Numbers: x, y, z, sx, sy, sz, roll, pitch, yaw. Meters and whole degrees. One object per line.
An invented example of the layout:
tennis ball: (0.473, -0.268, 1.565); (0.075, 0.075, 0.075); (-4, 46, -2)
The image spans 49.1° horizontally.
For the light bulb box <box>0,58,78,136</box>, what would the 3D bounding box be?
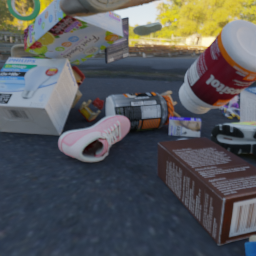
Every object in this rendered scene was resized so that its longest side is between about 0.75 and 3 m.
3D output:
light bulb box: (-3.289, -1.135, 9.748); (2.350, 1.479, 2.371); (3, 53, 10)

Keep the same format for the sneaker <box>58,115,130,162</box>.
sneaker: (-0.642, 0.325, 7.847); (2.342, 0.882, 1.224); (-19, 25, -35)

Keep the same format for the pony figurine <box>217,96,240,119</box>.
pony figurine: (4.293, -0.769, 11.607); (1.006, 0.868, 1.042); (-17, 38, -21)

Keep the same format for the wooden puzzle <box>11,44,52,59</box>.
wooden puzzle: (-3.452, -2.028, 11.867); (0.680, 2.938, 2.722); (22, 27, 35)

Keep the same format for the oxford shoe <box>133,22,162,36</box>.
oxford shoe: (0.674, -3.409, 9.622); (1.021, 0.384, 0.295); (-8, 38, 12)

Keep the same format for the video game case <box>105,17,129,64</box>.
video game case: (-0.448, -3.515, 11.293); (1.177, 1.648, 0.156); (-27, 45, -30)

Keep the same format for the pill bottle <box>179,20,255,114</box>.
pill bottle: (1.348, -0.788, 4.115); (0.802, 0.802, 1.419); (-8, -22, -23)

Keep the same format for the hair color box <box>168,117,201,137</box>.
hair color box: (1.898, -0.027, 9.413); (1.040, 0.569, 0.337); (3, 18, 10)

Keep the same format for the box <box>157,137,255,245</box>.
box: (1.620, 1.036, 5.552); (1.271, 0.951, 2.538); (-5, 20, -15)

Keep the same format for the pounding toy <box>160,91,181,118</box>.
pounding toy: (1.389, -0.745, 11.699); (1.249, 1.254, 2.185); (-24, 1, 18)

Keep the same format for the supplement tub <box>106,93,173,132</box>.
supplement tub: (0.389, -0.546, 9.785); (2.169, 1.329, 1.329); (-6, 19, -18)

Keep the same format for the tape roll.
tape roll: (-3.400, -4.026, 9.150); (1.026, 1.026, 0.247); (-1, 17, -3)

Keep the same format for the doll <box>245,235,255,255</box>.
doll: (2.277, 1.854, 3.700); (2.003, 0.485, 1.367); (-10, 20, -28)

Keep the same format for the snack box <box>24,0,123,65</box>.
snack box: (-1.820, -3.100, 9.201); (2.590, 0.876, 2.184); (-14, -13, 42)

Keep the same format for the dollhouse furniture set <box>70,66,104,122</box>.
dollhouse furniture set: (-2.075, -1.298, 11.567); (2.487, 1.011, 1.338); (48, 35, 7)

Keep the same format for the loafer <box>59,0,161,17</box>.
loafer: (0.011, -1.588, 3.026); (0.547, 0.626, 1.740); (-3, 25, 49)

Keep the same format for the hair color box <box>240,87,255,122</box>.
hair color box: (4.541, -0.292, 8.631); (0.884, 1.461, 2.921); (-8, 19, -3)

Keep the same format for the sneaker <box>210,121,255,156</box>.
sneaker: (3.771, 0.308, 7.539); (1.286, 1.113, 2.849); (-12, 21, -40)
